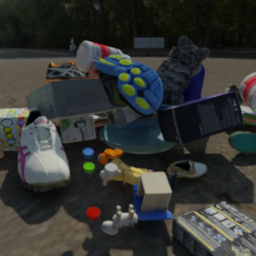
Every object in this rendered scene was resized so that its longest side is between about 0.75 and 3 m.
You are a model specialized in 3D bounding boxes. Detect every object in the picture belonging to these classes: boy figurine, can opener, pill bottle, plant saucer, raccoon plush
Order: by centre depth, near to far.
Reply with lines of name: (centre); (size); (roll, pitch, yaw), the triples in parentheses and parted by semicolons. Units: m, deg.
boy figurine: (0.274, 0.981, 5.851); (1.435, 0.462, 0.892); (12, 6, 21)
raccoon plush: (1.394, -1.515, 8.032); (1.407, 1.949, 2.909); (32, 26, -2)
pill bottle: (-0.699, -1.990, 8.351); (1.520, 0.853, 0.853); (5, 12, -34)
pill bottle: (4.134, -0.902, 8.399); (1.083, 1.083, 1.929); (1, 27, 4)
plant saucer: (0.381, 0.260, 8.408); (2.470, 0.339, 2.470); (1, 18, 0)
can opener: (5.501, -1.776, 12.626); (2.970, 0.987, 0.782); (-25, -18, -11)

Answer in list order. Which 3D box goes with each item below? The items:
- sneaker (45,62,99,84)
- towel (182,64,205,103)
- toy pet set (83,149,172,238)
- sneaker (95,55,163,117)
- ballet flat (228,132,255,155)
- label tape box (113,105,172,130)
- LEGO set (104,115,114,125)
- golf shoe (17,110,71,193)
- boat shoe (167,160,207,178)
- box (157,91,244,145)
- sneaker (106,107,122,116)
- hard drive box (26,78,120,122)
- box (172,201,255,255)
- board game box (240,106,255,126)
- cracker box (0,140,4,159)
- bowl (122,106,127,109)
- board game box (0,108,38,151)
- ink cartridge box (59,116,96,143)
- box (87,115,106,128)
sneaker: (-1.783, -1.812, 9.266); (2.060, 0.795, 0.806); (-1, -1, 6)
towel: (2.224, -1.401, 9.952); (0.538, 2.173, 1.605); (7, -15, 27)
toy pet set: (-0.050, 1.123, 4.688); (1.411, 0.802, 1.511); (1, 34, -11)
sneaker: (0.032, -0.965, 6.859); (0.973, 1.137, 2.744); (-26, 36, -15)
ballet flat: (3.489, 0.418, 7.648); (1.741, 0.602, 0.619); (3, 2, -4)
label tape box: (0.570, -0.502, 8.494); (1.700, 0.562, 1.218); (-31, -18, 37)
LEGO set: (-0.481, -0.455, 10.523); (0.934, 0.407, 1.438); (-1, 18, -3)
golf shoe: (-2.013, 0.442, 6.302); (1.011, 1.282, 2.785); (-8, 21, -25)
boat shoe: (1.314, 0.879, 6.032); (0.917, 0.314, 0.343); (-3, 57, -18)
box: (1.813, -0.257, 7.305); (1.765, 0.921, 1.306); (-15, 4, -12)
sneaker: (-0.715, -0.754, 9.792); (0.761, 0.660, 1.717); (14, 1, -21)
hard drive box: (-1.853, -0.827, 8.984); (2.082, 1.026, 2.671); (-10, 2, -34)
box: (1.492, 1.639, 4.049); (1.128, 0.344, 1.399); (-8, 19, -27)
board game box: (4.030, -0.485, 9.766); (1.441, 0.312, 2.141); (11, 15, 0)
cracker box: (-4.024, 0.748, 6.537); (1.217, 0.524, 1.818); (4, 19, 13)
bowl: (0.503, -1.232, 10.133); (1.884, 1.884, 0.986); (18, 49, 43)
board game box: (-3.618, 0.039, 7.991); (1.937, 0.998, 1.016); (-2, 18, -5)
ink cartridge box: (-1.495, 0.041, 8.339); (0.971, 0.709, 0.408); (-8, 1, -22)
box: (-1.476, -0.177, 9.918); (1.195, 0.238, 0.818); (-15, 21, -38)
